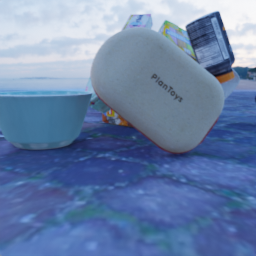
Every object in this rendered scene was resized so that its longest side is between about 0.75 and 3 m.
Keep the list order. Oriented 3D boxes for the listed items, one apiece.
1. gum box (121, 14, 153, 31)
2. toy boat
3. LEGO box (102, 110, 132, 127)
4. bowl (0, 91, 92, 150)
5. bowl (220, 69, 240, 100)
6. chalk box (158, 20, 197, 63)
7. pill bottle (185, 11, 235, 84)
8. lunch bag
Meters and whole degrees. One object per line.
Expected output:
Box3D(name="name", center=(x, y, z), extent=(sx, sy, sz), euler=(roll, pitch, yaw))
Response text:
Box3D(name="gum box", center=(0.265, -3.374, 9.737), extent=(0.793, 0.462, 1.397), euler=(8, 54, 22))
Box3D(name="toy boat", center=(0.524, -0.798, 6.340), extent=(2.936, 1.916, 1.919), euler=(39, -9, -4))
Box3D(name="LEGO box", center=(0.572, -0.714, 10.581), extent=(2.544, 0.982, 1.895), euler=(-9, 13, -44))
Box3D(name="bowl", center=(-2.112, -0.243, 6.932), extent=(2.478, 1.296, 2.478), euler=(0, 9, 0))
Box3D(name="bowl", center=(3.203, -1.842, 11.048), extent=(1.780, 1.783, 0.665), euler=(40, 15, -10))
Box3D(name="chalk box", center=(1.629, -2.677, 10.333), extent=(1.657, 1.666, 2.677), euler=(22, 40, -15))
Box3D(name="pill bottle", center=(2.455, -2.253, 8.167), extent=(1.047, 1.971, 1.047), euler=(-22, 10, 4))
Box3D(name="lunch bag", center=(-0.422, -1.567, 8.520), extent=(0.996, 2.072, 2.583), euler=(22, -22, -23))
